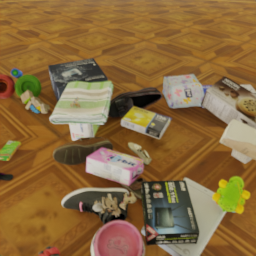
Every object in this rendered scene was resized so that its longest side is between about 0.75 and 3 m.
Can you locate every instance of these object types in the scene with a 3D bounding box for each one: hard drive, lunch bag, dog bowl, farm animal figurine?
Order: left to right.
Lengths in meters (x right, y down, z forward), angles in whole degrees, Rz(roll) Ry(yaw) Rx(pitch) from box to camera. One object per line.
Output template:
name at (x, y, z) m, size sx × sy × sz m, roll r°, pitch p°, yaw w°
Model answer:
farm animal figurine at (-0.346, 2.236, 8.068) m, size 1.034 × 1.046 × 0.545 m, roll 25°, pitch 35°, yaw -36°
dog bowl at (-0.268, 3.256, 7.703) m, size 1.536 × 0.566 × 1.536 m, roll 3°, pitch 54°, yaw -3°
lunch bag at (2.849, -1.811, 14.362) m, size 1.717 × 1.287 × 2.025 m, roll -5°, pitch 44°, yaw -6°
hard drive at (1.929, 2.888, 9.071) m, size 1.765 × 0.357 × 2.676 m, roll 27°, pitch 46°, yaw 29°

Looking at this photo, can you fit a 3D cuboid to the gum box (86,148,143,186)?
gum box at (-0.451, 1.392, 10.237) m, size 1.893 × 0.626 × 1.074 m, roll 14°, pitch 22°, yaw 23°

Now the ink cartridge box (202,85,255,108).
ink cartridge box at (5.185, -1.668, 14.668) m, size 2.869 × 0.634 × 1.349 m, roll -1°, pitch 37°, yaw -1°

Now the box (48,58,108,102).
box at (-2.622, -2.329, 14.803) m, size 2.573 × 1.536 × 2.616 m, roll -14°, pitch 41°, yaw -17°

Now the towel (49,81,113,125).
towel at (-1.827, -1.170, 11.597) m, size 2.200 × 0.453 × 2.949 m, roll 1°, pitch 38°, yaw 4°

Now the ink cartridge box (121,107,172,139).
ink cartridge box at (0.871, -0.383, 12.374) m, size 1.798 × 0.428 × 1.820 m, roll 19°, pitch 40°, yaw 16°

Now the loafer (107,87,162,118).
loafer at (0.291, -1.239, 13.456) m, size 2.885 × 1.037 × 0.908 m, roll -22°, pitch 22°, yaw -13°

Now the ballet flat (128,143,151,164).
ballet flat at (0.487, 0.931, 11.093) m, size 1.149 × 0.358 × 0.388 m, roll 46°, pitch 27°, yaw 11°

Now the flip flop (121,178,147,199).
flip flop at (0.368, 2.014, 10.023) m, size 1.720 × 0.495 × 0.698 m, roll 26°, pitch 43°, yaw 32°

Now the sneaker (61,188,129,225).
sneaker at (-1.031, 2.596, 9.030) m, size 2.250 × 0.795 × 1.116 m, roll -3°, pitch 36°, yaw -7°

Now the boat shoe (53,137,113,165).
boat shoe at (-1.860, 0.863, 11.222) m, size 2.439 × 0.877 × 0.829 m, roll -4°, pitch 28°, yaw -30°

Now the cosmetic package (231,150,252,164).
cosmetic package at (5.088, 0.845, 11.600) m, size 1.645 × 0.417 × 0.679 m, roll -24°, pitch 44°, yaw -28°

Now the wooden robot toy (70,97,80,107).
wooden robot toy at (-2.060, -0.927, 11.104) m, size 0.342 × 0.332 × 0.754 m, roll 43°, pitch 21°, yaw -16°

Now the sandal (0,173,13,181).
sandal at (-4.805, 1.805, 10.525) m, size 0.918 × 0.220 × 0.345 m, roll -2°, pitch 38°, yaw -2°

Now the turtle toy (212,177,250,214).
turtle toy at (3.314, 2.123, 8.971) m, size 0.978 × 0.678 × 1.342 m, roll 26°, pitch 66°, yaw 22°

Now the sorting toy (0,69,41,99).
sorting toy at (-5.973, -2.318, 15.154) m, size 2.682 × 1.612 × 1.101 m, roll 4°, pitch 3°, yaw -7°

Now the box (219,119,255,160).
box at (4.614, 0.561, 10.514) m, size 2.019 × 0.959 × 0.785 m, roll 27°, pitch 74°, yaw 14°

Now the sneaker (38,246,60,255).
sneaker at (-2.465, 4.033, 7.243) m, size 0.978 × 0.707 × 2.001 m, roll 29°, pitch 45°, yaw 35°

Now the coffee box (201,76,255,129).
coffee box at (4.966, -1.006, 12.874) m, size 1.544 × 1.090 × 2.731 m, roll -36°, pitch 62°, yaw -26°

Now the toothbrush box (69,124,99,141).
toothbrush box at (-1.836, -0.628, 12.548) m, size 0.927 × 1.568 × 2.153 m, roll 5°, pitch 39°, yaw 10°

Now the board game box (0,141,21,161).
board game box at (-5.005, 0.968, 11.661) m, size 0.548 × 0.172 × 1.147 m, roll 6°, pitch 36°, yaw 9°

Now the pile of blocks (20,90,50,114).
pile of blocks at (-4.658, -1.148, 14.185) m, size 1.911 × 0.784 × 0.594 m, roll 37°, pitch 7°, yaw 26°

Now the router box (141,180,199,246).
router box at (1.218, 2.563, 8.678) m, size 1.496 × 0.620 × 1.996 m, roll -1°, pitch 39°, yaw -3°
